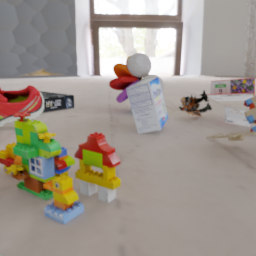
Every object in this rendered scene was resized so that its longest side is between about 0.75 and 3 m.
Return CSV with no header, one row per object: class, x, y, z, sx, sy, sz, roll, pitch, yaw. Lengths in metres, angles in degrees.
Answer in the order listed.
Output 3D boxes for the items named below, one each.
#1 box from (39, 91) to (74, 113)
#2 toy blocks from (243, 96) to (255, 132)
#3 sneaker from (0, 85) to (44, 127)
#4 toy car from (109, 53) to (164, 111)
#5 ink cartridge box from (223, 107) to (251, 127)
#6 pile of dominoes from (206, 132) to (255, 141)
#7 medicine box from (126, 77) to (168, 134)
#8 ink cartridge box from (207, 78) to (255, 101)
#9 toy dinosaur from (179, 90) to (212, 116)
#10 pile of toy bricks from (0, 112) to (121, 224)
box,-4.292,-1.245,13.049,2.857,0.622,2.288,10,17,38
toy blocks,3.870,-0.411,8.200,0.953,1.393,0.696,-25,-30,20
sneaker,-3.975,-0.704,8.488,2.695,1.144,1.038,-18,54,-15
toy car,0.207,-1.750,11.790,1.858,2.478,2.168,-28,-5,-19
ink cartridge box,3.642,-0.382,9.426,0.821,0.184,0.723,10,38,2
pile of dominoes,2.477,0.238,6.486,1.010,0.206,1.295,-5,0,31
medicine box,0.634,-0.721,8.663,0.744,1.445,1.316,-10,14,21
ink cartridge box,3.706,-1.352,9.880,1.440,0.666,2.643,1,1,25
toy dinosaur,2.474,-0.839,10.425,1.074,0.808,1.582,-22,-9,21
pile of toy bricks,-1.537,0.409,4.490,2.688,1.327,1.491,9,16,33
